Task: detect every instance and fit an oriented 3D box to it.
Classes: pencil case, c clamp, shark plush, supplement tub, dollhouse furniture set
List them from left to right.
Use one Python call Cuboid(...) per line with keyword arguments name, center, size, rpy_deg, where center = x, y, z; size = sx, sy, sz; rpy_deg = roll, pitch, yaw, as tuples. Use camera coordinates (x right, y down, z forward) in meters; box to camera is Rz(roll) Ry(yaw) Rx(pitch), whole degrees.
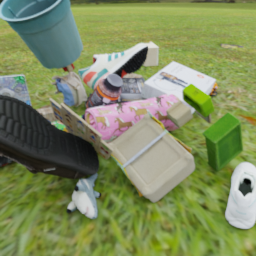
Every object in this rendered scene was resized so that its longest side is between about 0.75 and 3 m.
Cuboid(name="shark plush", center=(-0.825, 1.375, 5.759), size=(0.570, 0.622, 1.368), rpy_deg=(20, 7, -4))
Cuboid(name="supplement tub", center=(-0.625, -0.883, 7.655), size=(0.683, 1.276, 0.683), rpy_deg=(17, 48, -20))
Cuboid(name="c clamp", center=(-0.547, -1.039, 10.213), size=(2.251, 0.305, 1.923), rpy_deg=(-9, 35, -20))
Cuboid(name="pencil case", center=(0.190, -0.200, 7.645), size=(2.764, 1.144, 1.196), rpy_deg=(-14, 21, -23))
Cuboid(name="dollhouse furniture set", center=(1.070, 0.492, 6.532), size=(2.618, 1.314, 1.715), rpy_deg=(-38, 52, -6))

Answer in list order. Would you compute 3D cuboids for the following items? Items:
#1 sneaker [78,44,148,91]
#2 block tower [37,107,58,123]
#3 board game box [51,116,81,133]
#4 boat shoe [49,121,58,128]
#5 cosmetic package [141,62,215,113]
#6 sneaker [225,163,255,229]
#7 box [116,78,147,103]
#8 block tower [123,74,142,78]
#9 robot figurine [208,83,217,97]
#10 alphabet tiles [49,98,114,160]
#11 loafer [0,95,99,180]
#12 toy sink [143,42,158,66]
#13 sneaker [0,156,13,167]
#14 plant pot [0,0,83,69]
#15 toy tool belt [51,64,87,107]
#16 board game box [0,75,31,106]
Cuboid(name="sneaker", center=(-0.523, -2.407, 10.110), size=(1.361, 1.025, 2.911), rpy_deg=(38, 64, 19))
Cuboid(name="block tower", center=(-2.702, -0.287, 8.557), size=(1.656, 0.479, 0.447), rpy_deg=(-12, 31, -24))
Cuboid(name="board game box", center=(-1.509, -0.152, 8.454), size=(1.645, 0.247, 0.786), rpy_deg=(-12, 21, -26))
Cuboid(name="boat shoe", center=(-2.119, 0.132, 7.232), size=(0.826, 0.674, 1.964), rpy_deg=(-40, 34, -2))
Cuboid(name="cosmetic package", center=(1.785, -1.388, 9.676), size=(1.760, 0.603, 2.335), rpy_deg=(30, 42, 17))
Cuboid(name="sneaker", center=(2.401, 1.146, 5.616), size=(0.648, 0.738, 1.843), rpy_deg=(10, 28, 21))
Cuboid(name="box", center=(0.094, -1.392, 10.235), size=(1.191, 0.363, 1.504), rpy_deg=(0, 32, -8))
Cuboid(name="block tower", center=(-0.140, -2.084, 11.824), size=(1.648, 0.445, 0.476), rpy_deg=(25, 51, 38))
Cuboid(name="robot figurine", center=(3.148, -1.506, 10.991), size=(0.760, 0.305, 1.048), rpy_deg=(10, 30, 21))
Cuboid(name="alphabet tiles", center=(-1.016, 0.089, 6.041), size=(1.620, 1.947, 0.062), rpy_deg=(39, 73, 1))
Cuboid(name="loafer", center=(-1.762, 0.431, 5.221), size=(1.020, 2.859, 1.043), rpy_deg=(-32, 47, 21))
Cuboid(name="toy sink", center=(1.005, -3.931, 14.839), size=(0.816, 0.949, 1.456), rpy_deg=(-6, 30, -10))
Cuboid(name="sneaker", center=(-4.105, 0.525, 6.428), size=(2.957, 1.045, 1.445), rpy_deg=(-16, 33, -32))
Cuboid(name="plant pot", center=(-2.242, -2.797, 7.910), size=(1.893, 1.854, 1.893), rpy_deg=(-8, 53, 11))
Cuboid(name="toy tool belt", center=(-2.033, -1.350, 9.198), size=(0.962, 1.566, 0.978), rpy_deg=(-33, 45, -17))
Cuboid(name="board game box", center=(-3.975, -1.064, 9.137), size=(1.359, 1.359, 0.176), rpy_deg=(-8, 48, -13))
